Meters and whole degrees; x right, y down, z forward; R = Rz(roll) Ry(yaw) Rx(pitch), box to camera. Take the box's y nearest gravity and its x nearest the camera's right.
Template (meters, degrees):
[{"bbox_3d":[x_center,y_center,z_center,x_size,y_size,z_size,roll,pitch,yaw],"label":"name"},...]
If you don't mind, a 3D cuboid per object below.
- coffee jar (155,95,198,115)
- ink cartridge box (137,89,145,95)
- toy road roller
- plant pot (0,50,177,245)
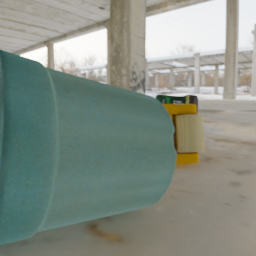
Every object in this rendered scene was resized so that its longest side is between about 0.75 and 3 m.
[{"bbox_3d":[2.916,-1.355,16.883,2.541,1.325,1.084,1,10,19],"label":"coffee jar"},{"bbox_3d":[0.299,-0.848,11.349,1.118,0.813,0.809,-35,16,25],"label":"ink cartridge box"},{"bbox_3d":[0.566,0.172,6.253,1.991,1.224,1.454,-1,-4,-5],"label":"toy road roller"},{"bbox_3d":[-0.667,0.252,3.314,2.027,2.069,2.069,5,4,-32],"label":"plant pot"}]
